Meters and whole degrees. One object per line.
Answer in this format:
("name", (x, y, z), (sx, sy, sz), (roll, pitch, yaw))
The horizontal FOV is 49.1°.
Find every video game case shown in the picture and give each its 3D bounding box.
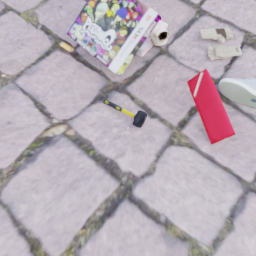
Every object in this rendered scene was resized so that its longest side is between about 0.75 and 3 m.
("video game case", (-0.549, -3.374, 9.317), (2.528, 0.453, 2.292), (42, 104, 19))

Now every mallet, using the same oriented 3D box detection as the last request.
("mallet", (-0.163, -0.476, 9.065), (1.593, 0.328, 0.525), (21, 101, 24))

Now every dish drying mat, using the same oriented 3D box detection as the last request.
("dish drying mat", (2.524, -0.665, 8.724), (0.203, 0.856, 2.228), (-1, 67, -44))

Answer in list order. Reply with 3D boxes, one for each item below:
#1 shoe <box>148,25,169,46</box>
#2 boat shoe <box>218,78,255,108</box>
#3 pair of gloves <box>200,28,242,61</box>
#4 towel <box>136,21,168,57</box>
("shoe", (1.106, -3.183, 9.816), (0.465, 1.743, 0.609), (32, 106, 18))
("boat shoe", (4.076, -1.219, 9.263), (2.169, 0.757, 0.773), (22, 58, 4))
("pair of gloves", (3.427, -3.178, 10.489), (1.255, 0.259, 1.476), (-10, 65, -9))
("towel", (0.252, -3.795, 10.774), (1.945, 0.314, 1.858), (31, 67, 14))
